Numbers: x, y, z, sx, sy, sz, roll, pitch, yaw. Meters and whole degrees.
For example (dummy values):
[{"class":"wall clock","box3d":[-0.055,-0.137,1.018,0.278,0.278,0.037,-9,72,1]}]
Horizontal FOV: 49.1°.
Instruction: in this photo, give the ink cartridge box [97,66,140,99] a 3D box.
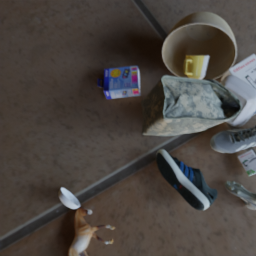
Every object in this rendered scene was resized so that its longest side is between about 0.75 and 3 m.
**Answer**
[{"class":"ink cartridge box","box3d":[-0.379,-1.837,11.443,1.689,0.645,1.152,-6,62,8]}]

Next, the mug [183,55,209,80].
[{"class":"mug","box3d":[2.676,-2.470,11.427,1.157,0.926,0.950,-2,107,-11]}]

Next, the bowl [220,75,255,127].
[{"class":"bowl","box3d":[3.945,-0.958,10.688,1.702,1.705,0.636,42,43,23]}]

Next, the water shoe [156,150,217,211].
[{"class":"water shoe","box3d":[2.094,1.787,10.315,1.045,0.947,2.648,-26,65,-31]}]

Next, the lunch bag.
[{"class":"lunch bag","box3d":[2.170,-0.652,10.031,2.897,2.376,1.703,3,75,-13]}]

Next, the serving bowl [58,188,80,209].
[{"class":"serving bowl","box3d":[-2.157,2.576,9.999,0.933,0.933,0.307,42,84,12]}]

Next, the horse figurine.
[{"class":"horse figurine","box3d":[-1.435,4.084,9.622,1.619,0.610,2.442,13,78,16]}]

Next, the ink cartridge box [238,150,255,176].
[{"class":"ink cartridge box","box3d":[4.595,1.317,10.523,0.599,0.346,0.820,-31,67,16]}]

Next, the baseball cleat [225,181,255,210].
[{"class":"baseball cleat","box3d":[4.198,2.526,10.185,1.506,0.801,0.525,27,49,33]}]

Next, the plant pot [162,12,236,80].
[{"class":"plant pot","box3d":[2.882,-3.488,11.232,2.780,2.780,1.866,14,55,5]}]

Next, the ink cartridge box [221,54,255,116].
[{"class":"ink cartridge box","box3d":[5.062,-1.749,11.397,1.488,0.859,2.038,-32,76,-13]}]

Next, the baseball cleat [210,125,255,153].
[{"class":"baseball cleat","box3d":[4.534,0.209,10.469,2.818,1.500,0.983,-8,59,-8]}]
